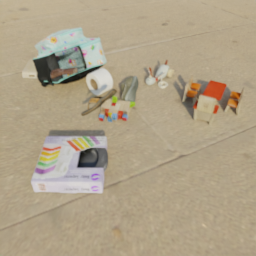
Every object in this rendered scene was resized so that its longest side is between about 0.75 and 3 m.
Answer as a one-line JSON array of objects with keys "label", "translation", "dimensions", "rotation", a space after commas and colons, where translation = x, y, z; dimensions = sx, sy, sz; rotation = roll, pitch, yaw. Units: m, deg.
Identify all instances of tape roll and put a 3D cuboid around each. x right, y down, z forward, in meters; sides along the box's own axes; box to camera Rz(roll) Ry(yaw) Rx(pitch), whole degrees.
[{"label": "tape roll", "translation": [-1.268, -2.047, 12.436], "dimensions": [1.029, 1.029, 0.706], "rotation": [31, 50, 32]}]

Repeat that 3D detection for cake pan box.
[{"label": "cake pan box", "translation": [-1.749, 1.131, 9.039], "dimensions": [2.225, 0.582, 2.049], "rotation": [1, 42, 2]}]

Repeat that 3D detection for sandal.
[{"label": "sandal", "translation": [-0.953, -0.841, 8.664], "dimensions": [0.373, 1.368, 0.559], "rotation": [52, 25, -5]}]

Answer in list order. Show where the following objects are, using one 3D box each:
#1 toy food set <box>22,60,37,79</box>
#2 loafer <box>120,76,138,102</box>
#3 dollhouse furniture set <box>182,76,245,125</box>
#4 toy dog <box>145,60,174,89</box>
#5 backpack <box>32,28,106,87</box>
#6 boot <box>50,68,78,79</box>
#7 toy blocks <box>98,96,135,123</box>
[{"label": "toy food set", "translation": [-4.608, -2.954, 14.067], "dimensions": [0.968, 0.408, 1.349], "rotation": [4, 49, 4]}, {"label": "loafer", "translation": [-0.002, -1.620, 12.300], "dimensions": [0.654, 0.706, 1.878], "rotation": [-3, 36, 18]}, {"label": "dollhouse furniture set", "translation": [3.417, -1.297, 11.396], "dimensions": [2.350, 1.211, 2.325], "rotation": [17, 43, 19]}, {"label": "toy dog", "translation": [1.520, -2.673, 13.335], "dimensions": [1.110, 0.811, 1.683], "rotation": [14, 42, 16]}, {"label": "backpack", "translation": [-2.577, -3.230, 12.669], "dimensions": [2.978, 2.283, 2.618], "rotation": [-19, 13, -31]}, {"label": "boot", "translation": [-2.219, -1.927, 9.797], "dimensions": [0.816, 0.262, 0.761], "rotation": [2, 32, 13]}, {"label": "toy blocks", "translation": [-0.535, -0.636, 11.140], "dimensions": [1.460, 0.729, 0.998], "rotation": [8, 52, 11]}]
